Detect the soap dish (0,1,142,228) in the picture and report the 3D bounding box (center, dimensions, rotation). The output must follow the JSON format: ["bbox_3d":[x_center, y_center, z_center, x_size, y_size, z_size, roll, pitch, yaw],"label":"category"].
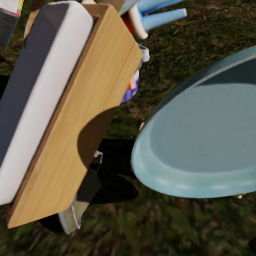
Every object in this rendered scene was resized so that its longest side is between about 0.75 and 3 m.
[{"bbox_3d":[-0.996,-0.332,3.790,1.049,2.583,2.033,22,9,-33],"label":"soap dish"}]

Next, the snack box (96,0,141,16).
[{"bbox_3d":[0.288,-2.240,3.747,1.248,1.479,0.501,-42,100,-16],"label":"snack box"}]

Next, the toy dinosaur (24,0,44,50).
[{"bbox_3d":[-1.063,-1.722,3.481,0.438,1.449,0.770,41,55,-9],"label":"toy dinosaur"}]

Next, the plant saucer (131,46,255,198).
[{"bbox_3d":[1.345,0.064,3.025,2.678,2.678,0.367,-4,54,-4],"label":"plant saucer"}]

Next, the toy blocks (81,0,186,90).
[{"bbox_3d":[-0.352,-1.556,5.388,2.924,1.062,2.437,-8,63,21],"label":"toy blocks"}]

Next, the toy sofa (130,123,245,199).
[{"bbox_3d":[1.285,0.730,5.966,2.349,1.146,0.973,13,72,12],"label":"toy sofa"}]

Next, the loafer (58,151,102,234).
[{"bbox_3d":[-0.908,1.107,5.595,0.694,0.750,1.993,-1,45,5],"label":"loafer"}]

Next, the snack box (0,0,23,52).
[{"bbox_3d":[-2.972,-3.009,6.832,0.576,2.173,1.545,14,75,-30],"label":"snack box"}]

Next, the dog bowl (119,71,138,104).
[{"bbox_3d":[-0.574,-1.471,8.143,1.742,0.686,1.742,0,46,0],"label":"dog bowl"}]

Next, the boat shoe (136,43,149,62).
[{"bbox_3d":[0.156,-2.742,9.526,1.425,0.476,0.524,29,52,25],"label":"boat shoe"}]
